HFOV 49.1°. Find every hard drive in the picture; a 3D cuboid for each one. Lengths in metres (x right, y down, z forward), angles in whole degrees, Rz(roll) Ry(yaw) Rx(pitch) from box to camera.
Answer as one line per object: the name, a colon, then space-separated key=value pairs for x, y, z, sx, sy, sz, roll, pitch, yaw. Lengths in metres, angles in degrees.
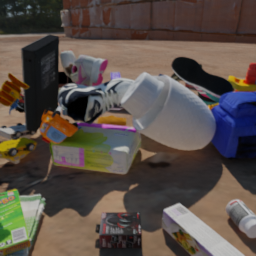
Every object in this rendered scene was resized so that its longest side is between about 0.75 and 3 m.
hard drive: x=-3.006 y=-1.573 z=9.843 sx=0.476 sy=2.895 sz=2.020 roll=12 pitch=32 yaw=5

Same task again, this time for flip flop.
flip flop: x=2.348 y=-2.112 z=11.159 sx=1.541 sy=0.444 sz=0.625 roll=-31 pitch=36 yaw=-25

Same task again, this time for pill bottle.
pill bottle: x=2.457 y=1.922 z=5.938 sx=0.438 sy=0.438 sz=0.769 roll=-5 pitch=23 yaw=-11

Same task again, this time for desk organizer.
desk organizer: x=-3.134 y=-2.757 z=16.578 sx=2.687 sy=1.035 sz=0.964 roll=-3 pitch=22 yaw=-6

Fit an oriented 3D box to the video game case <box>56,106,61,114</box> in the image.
video game case: x=-3.706 y=-0.800 z=12.999 sx=1.161 sy=0.128 sz=1.058 roll=-4 pitch=23 yaw=-9

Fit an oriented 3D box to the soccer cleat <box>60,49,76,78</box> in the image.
soccer cleat: x=-2.008 y=-2.115 z=10.686 sx=0.737 sy=0.825 sz=2.128 roll=-9 pitch=-22 yaw=13

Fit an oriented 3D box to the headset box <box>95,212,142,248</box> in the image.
headset box: x=-0.198 y=2.066 z=5.696 sx=0.929 sy=0.348 sz=0.690 roll=0 pitch=22 yaw=0

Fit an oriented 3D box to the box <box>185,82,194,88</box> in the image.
box: x=4.219 y=-3.033 z=17.737 sx=0.645 sy=0.673 sz=1.351 roll=18 pitch=29 yaw=38

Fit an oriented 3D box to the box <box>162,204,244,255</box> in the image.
box: x=1.531 y=2.256 z=5.064 sx=0.505 sy=0.472 sz=2.439 roll=-13 pitch=26 yaw=-29

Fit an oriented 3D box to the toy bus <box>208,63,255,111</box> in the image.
toy bus: x=4.599 y=-1.360 z=11.267 sx=2.628 sy=2.523 sz=1.783 roll=7 pitch=25 yaw=20

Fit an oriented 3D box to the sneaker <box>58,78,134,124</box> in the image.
sneaker: x=-0.768 y=-0.740 z=8.369 sx=2.691 sy=1.074 sz=1.751 roll=1 pitch=28 yaw=-9

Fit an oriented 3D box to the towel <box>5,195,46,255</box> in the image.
towel: x=-2.821 y=2.294 z=5.244 sx=2.043 sy=0.420 sz=2.739 roll=-3 pitch=25 yaw=-3

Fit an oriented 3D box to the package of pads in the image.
package of pads: x=-0.964 y=0.554 z=8.740 sx=2.468 sy=0.842 sz=1.907 roll=5 pitch=23 yaw=13

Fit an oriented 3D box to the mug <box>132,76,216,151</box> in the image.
mug: x=1.596 y=-0.535 z=9.128 sx=2.259 sy=1.902 sz=2.577 roll=27 pitch=42 yaw=-23

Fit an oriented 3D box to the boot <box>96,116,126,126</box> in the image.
boot: x=-0.614 y=-0.182 z=10.964 sx=1.082 sy=0.532 sz=1.512 roll=2 pitch=18 yaw=6

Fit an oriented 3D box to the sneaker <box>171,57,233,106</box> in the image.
sneaker: x=2.678 y=-1.656 z=10.509 sx=2.394 sy=1.001 sz=1.446 roll=36 pitch=-10 yaw=17

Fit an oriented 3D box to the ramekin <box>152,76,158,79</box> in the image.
ramekin: x=1.035 y=-0.908 z=10.930 sx=1.993 sy=1.993 sz=1.046 roll=7 pitch=48 yaw=17

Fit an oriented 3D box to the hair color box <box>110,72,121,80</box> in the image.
hair color box: x=-0.710 y=-2.495 z=15.951 sx=0.607 sy=1.023 sz=1.872 roll=-2 pitch=22 yaw=-2

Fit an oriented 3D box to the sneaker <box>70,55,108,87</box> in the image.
sneaker: x=-1.436 y=-1.742 z=9.592 sx=1.020 sy=2.312 sz=0.941 roll=27 pitch=59 yaw=-3

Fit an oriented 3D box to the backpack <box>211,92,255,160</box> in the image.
backpack: x=4.051 y=-0.085 z=8.884 sx=2.389 sy=2.005 sz=1.942 roll=1 pitch=29 yaw=-6

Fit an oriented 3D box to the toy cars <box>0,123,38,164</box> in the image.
toy cars: x=-3.695 y=0.500 z=9.210 sx=1.305 sy=0.645 sz=2.912 roll=8 pitch=15 yaw=-18

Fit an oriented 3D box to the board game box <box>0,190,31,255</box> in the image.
board game box: x=-2.478 y=1.819 z=5.506 sx=0.802 sy=0.252 sz=1.680 roll=-12 pitch=29 yaw=-24

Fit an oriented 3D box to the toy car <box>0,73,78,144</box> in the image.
toy car: x=-2.477 y=-0.363 z=7.260 sx=1.341 sy=0.910 sz=2.733 roll=24 pitch=-12 yaw=39

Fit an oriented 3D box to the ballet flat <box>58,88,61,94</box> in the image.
ballet flat: x=-3.855 y=-1.986 z=15.543 sx=0.479 sy=0.405 sz=1.266 roll=13 pitch=26 yaw=28

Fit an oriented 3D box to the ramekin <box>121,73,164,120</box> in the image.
ramekin: x=0.357 y=-0.931 z=7.860 sx=0.628 sy=1.288 sz=1.288 roll=36 pitch=18 yaw=-13

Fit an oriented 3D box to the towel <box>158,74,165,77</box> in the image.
towel: x=1.367 y=-1.649 z=11.737 sx=0.649 sy=1.163 sz=0.282 roll=24 pitch=-11 yaw=3

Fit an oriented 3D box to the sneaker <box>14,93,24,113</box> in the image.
sneaker: x=-4.071 y=-0.949 z=10.386 sx=1.473 sy=0.720 sz=0.521 roll=20 pitch=21 yaw=32
